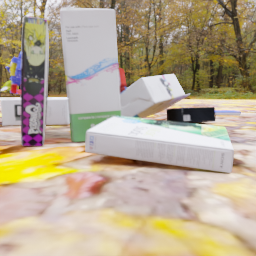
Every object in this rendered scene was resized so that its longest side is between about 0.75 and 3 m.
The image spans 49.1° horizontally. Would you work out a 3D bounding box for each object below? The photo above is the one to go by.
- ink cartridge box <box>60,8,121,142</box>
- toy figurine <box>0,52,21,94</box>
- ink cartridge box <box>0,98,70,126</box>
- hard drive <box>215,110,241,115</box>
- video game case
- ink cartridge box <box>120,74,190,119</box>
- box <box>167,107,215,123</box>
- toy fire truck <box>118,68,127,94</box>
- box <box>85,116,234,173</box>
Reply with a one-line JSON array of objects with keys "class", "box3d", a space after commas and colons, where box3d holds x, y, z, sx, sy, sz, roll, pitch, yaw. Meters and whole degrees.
[{"class": "ink cartridge box", "box3d": [-0.904, -1.258, 6.958, 1.193, 2.842, 2.058, -4, 9, -8]}, {"class": "toy figurine", "box3d": [-3.784, -1.924, 10.005, 1.292, 1.467, 2.449, 6, 4, -26]}, {"class": "ink cartridge box", "box3d": [-3.368, -0.604, 9.818, 2.666, 0.904, 1.546, -1, 7, -4]}, {"class": "hard drive", "box3d": [4.755, -0.766, 14.035, 1.411, 0.179, 0.931, 0, 7, -2]}, {"class": "video game case", "box3d": [-2.186, -1.095, 6.726, 0.497, 2.513, 2.773, 2, 9, -16]}, {"class": "ink cartridge box", "box3d": [0.863, -1.074, 9.896, 1.601, 0.943, 2.780, -31, -7, 37]}, {"class": "box", "box3d": [2.202, -0.450, 9.874, 1.390, 0.548, 0.981, -3, 0, -25]}, {"class": "toy fire truck", "box3d": [-0.460, -1.286, 10.984, 0.987, 1.478, 1.760, 10, 48, -20]}, {"class": "box", "box3d": [0.572, 0.177, 4.703, 2.146, 0.390, 1.549, 8, 14, 13]}]
